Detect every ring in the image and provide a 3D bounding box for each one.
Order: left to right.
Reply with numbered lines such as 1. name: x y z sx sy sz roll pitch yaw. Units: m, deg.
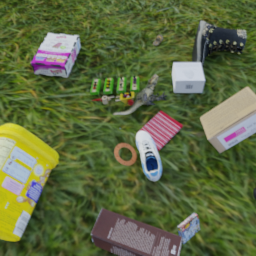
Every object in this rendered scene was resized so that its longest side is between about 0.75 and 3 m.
1. ring: -0.101 0.919 9.667 0.835 0.080 0.835 13 55 -20

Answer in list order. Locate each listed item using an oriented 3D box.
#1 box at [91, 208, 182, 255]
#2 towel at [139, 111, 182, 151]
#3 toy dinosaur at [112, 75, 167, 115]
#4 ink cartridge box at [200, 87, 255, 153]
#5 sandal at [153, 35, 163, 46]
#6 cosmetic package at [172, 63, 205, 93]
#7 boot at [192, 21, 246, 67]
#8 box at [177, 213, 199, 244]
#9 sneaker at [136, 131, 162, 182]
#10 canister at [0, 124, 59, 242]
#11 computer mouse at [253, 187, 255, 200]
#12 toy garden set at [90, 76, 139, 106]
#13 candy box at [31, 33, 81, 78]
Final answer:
1. box: 0.212 3.083 7.572 2.269 1.136 0.850 16 55 11
2. towel: 1.197 0.084 10.511 1.093 0.170 1.512 37 63 23
3. toy dinosaur: 0.707 -1.167 11.057 1.231 0.663 2.794 9 43 40
4. ink cartridge box: 3.539 -0.291 9.367 1.992 0.748 1.641 -35 21 21
5. sandal: 1.495 -4.390 13.928 0.347 0.233 0.863 22 56 16
6. cosmetic package: 2.514 -2.125 11.847 1.188 0.732 1.192 1 52 2
7. boot: 4.214 -3.772 12.916 2.303 1.100 3.049 12 53 7
8. box: 1.686 2.784 7.772 0.752 0.515 0.150 -23 21 -37
9. sneaker: 0.707 0.853 9.508 0.689 0.695 1.917 -11 56 -6
10. canister: -3.480 1.589 8.201 1.210 2.077 2.796 -15 44 37
11. computer mouse: 4.897 2.186 8.673 1.862 0.491 1.290 15 54 11
12. toy garden set: -0.582 -1.569 11.359 2.020 0.403 1.684 -3 45 7
13. candy box: -3.241 -3.358 12.826 1.568 0.701 2.299 8 53 6
